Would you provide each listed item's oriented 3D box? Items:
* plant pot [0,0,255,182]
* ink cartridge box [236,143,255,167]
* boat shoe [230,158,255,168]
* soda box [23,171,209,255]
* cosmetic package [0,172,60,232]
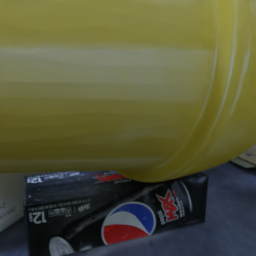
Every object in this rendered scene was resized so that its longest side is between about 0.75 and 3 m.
[{"bbox_3d":[-0.481,-0.774,2.747,2.796,2.972,2.972,-10,17,-33],"label":"plant pot"},{"bbox_3d":[2.425,0.127,4.117,0.584,1.280,1.554,18,8,-36],"label":"ink cartridge box"},{"bbox_3d":[2.531,0.108,6.777,0.929,1.085,2.965,0,18,-14],"label":"boat shoe"},{"bbox_3d":[-0.138,0.986,3.776,2.360,0.747,0.835,-5,16,-19],"label":"soda box"},{"bbox_3d":[-1.602,0.643,4.436,0.685,1.116,2.704,5,15,23],"label":"cosmetic package"}]
